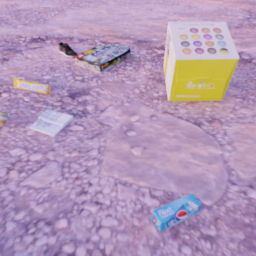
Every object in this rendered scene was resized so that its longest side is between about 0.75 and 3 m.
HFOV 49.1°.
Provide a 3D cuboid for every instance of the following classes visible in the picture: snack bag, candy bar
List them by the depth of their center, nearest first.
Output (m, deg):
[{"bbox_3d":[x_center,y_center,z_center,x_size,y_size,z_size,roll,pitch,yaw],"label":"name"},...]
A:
[{"bbox_3d":[-3.250,-0.232,11.763,1.376,0.156,1.459,17,41,19],"label":"snack bag"},{"bbox_3d":[-4.716,-2.027,13.726,2.194,0.547,0.243,14,17,18],"label":"candy bar"}]

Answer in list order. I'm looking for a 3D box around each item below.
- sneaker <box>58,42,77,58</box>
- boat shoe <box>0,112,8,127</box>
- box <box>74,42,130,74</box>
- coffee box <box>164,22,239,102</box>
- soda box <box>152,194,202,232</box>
[{"bbox_3d":[-3.753,-4.801,17.136,1.565,0.685,0.593,27,46,30],"label":"sneaker"},{"bbox_3d":[-5.600,-0.422,11.562,1.726,0.590,0.645,9,3,40],"label":"boat shoe"},{"bbox_3d":[-1.454,-4.191,16.455,1.952,0.569,2.851,24,44,27],"label":"box"},{"bbox_3d":[3.131,-2.983,12.843,2.630,2.634,2.605,-1,54,-1],"label":"coffee box"},{"bbox_3d":[1.415,2.442,8.128,1.399,0.449,0.474,-18,42,-20],"label":"soda box"}]
